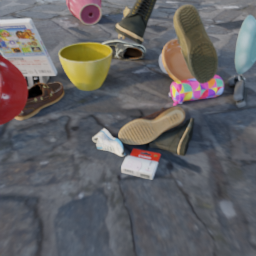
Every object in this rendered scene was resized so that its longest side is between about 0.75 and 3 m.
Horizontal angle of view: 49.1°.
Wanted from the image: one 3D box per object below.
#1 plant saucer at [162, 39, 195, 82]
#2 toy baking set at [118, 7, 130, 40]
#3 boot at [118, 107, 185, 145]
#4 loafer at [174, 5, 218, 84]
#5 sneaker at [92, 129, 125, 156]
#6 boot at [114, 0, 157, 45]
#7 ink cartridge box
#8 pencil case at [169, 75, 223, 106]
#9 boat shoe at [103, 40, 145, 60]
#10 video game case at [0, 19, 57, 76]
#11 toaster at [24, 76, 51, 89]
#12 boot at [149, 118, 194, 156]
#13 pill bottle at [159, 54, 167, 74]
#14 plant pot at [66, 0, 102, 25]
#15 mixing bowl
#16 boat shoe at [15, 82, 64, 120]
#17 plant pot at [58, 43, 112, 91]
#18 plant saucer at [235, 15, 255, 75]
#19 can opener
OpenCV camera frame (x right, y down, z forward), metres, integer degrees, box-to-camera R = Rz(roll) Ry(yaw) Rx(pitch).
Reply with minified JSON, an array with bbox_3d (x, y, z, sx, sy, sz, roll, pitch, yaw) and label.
[{"bbox_3d":[2.602,-2.934,12.897,2.467,0.462,2.467,9,66,-20],"label":"plant saucer"},{"bbox_3d":[-0.130,-4.293,11.725,0.178,1.533,1.177,7,43,-15],"label":"toy baking set"},{"bbox_3d":[0.839,-0.118,9.624,2.263,0.819,1.882,-20,5,8],"label":"boot"},{"bbox_3d":[2.205,-2.731,9.224,0.992,2.608,0.879,-21,22,3],"label":"loafer"},{"bbox_3d":[-0.653,0.584,9.035,0.637,0.551,1.469,-29,36,-25],"label":"sneaker"},{"bbox_3d":[0.426,-3.908,9.241,1.029,1.838,2.657,25,27,-14],"label":"boot"},{"bbox_3d":[0.420,1.003,8.597,0.958,0.336,1.179,11,42,14],"label":"ink cartridge box"},{"bbox_3d":[2.811,-1.579,11.602,2.233,0.987,0.987,-12,38,-16],"label":"pencil case"},{"bbox_3d":[-0.377,-4.106,15.008,2.597,0.932,0.878,5,32,4],"label":"boat shoe"},{"bbox_3d":[-3.265,-2.403,8.691,1.487,2.077,0.187,2,56,11],"label":"video game case"},{"bbox_3d":[-4.265,-2.352,12.766,1.159,0.760,1.281,2,36,1],"label":"toaster"},{"bbox_3d":[1.540,0.151,9.493,1.194,0.669,1.726,10,36,22],"label":"boot"},{"bbox_3d":[2.538,-3.434,13.955,1.878,1.088,1.088,-26,43,-30],"label":"pill bottle"},{"bbox_3d":[-3.034,-8.864,20.417,2.603,2.603,2.330,-12,53,-16],"label":"plant pot"},{"bbox_3d":[-3.119,-0.866,6.679,1.949,1.949,1.056,27,15,32],"label":"mixing bowl"},{"bbox_3d":[-3.531,-1.316,11.222,0.936,0.935,2.659,16,38,20],"label":"boat shoe"},{"bbox_3d":[-1.814,-2.604,12.388,2.266,1.609,2.266,0,35,0],"label":"plant pot"},{"bbox_3d":[2.904,-1.936,6.636,0.263,1.367,1.367,17,39,35],"label":"plant saucer"},{"bbox_3d":[4.688,-1.637,12.097,0.812,0.647,2.427,-18,25,35],"label":"can opener"}]
